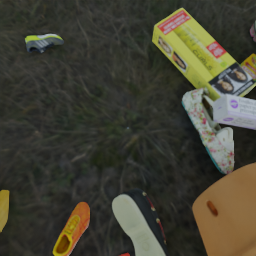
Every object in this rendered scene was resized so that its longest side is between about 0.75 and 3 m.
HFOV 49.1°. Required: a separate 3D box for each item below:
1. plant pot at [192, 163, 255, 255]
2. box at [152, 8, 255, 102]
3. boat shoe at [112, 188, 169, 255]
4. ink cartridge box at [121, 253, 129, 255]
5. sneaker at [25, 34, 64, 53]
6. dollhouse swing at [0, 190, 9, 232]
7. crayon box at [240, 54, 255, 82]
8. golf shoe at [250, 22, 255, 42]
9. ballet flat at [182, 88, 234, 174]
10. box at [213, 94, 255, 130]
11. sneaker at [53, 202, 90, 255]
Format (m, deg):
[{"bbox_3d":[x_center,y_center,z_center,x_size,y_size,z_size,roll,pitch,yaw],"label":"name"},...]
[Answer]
[{"bbox_3d":[2.460,1.911,5.498,2.535,2.535,1.774,-26,57,-8],"label":"plant pot"},{"bbox_3d":[1.956,-1.821,7.501,1.085,0.722,2.883,-35,75,-11],"label":"box"},{"bbox_3d":[0.486,2.410,5.972,0.728,0.850,2.323,-14,75,-52],"label":"boat shoe"},{"bbox_3d":[-0.670,3.637,5.821,1.835,0.434,1.469,-15,72,-4],"label":"ink cartridge box"},{"bbox_3d":[-2.347,-2.342,7.899,1.100,0.406,0.445,-4,78,6],"label":"sneaker"},{"bbox_3d":[-3.929,2.479,6.247,2.110,1.855,1.918,7,30,3],"label":"dollhouse swing"},{"bbox_3d":[3.405,-1.588,7.677,1.012,0.257,0.643,-41,76,-13],"label":"crayon box"},{"bbox_3d":[3.983,-2.331,7.636,0.646,0.819,1.779,-19,74,-9],"label":"golf shoe"},{"bbox_3d":[2.062,-0.010,6.801,0.727,0.861,2.276,-38,70,35],"label":"ballet flat"},{"bbox_3d":[3.312,-0.241,6.669,2.671,0.553,0.517,9,69,-17],"label":"box"},{"bbox_3d":[-1.213,2.267,6.237,0.470,0.497,1.288,19,64,9],"label":"sneaker"}]
